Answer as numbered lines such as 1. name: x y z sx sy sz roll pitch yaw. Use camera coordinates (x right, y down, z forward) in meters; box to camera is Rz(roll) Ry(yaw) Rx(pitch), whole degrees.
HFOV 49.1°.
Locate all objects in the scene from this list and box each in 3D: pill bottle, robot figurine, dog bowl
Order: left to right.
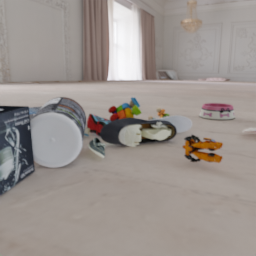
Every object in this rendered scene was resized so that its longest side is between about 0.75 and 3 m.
1. pill bottle: -2.099 -0.070 8.647 1.577 1.577 2.969 -1 17 -5
2. robot figurine: 2.003 0.591 7.638 1.088 0.789 0.317 10 19 38
3. dog bowl: 4.637 -0.872 14.604 1.811 0.668 1.811 1 13 0

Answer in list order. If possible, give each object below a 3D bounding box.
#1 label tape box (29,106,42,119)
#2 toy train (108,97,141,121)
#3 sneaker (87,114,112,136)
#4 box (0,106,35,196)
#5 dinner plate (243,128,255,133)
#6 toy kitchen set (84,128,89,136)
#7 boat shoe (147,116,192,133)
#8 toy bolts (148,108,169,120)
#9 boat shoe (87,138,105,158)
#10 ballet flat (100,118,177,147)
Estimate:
1. label tape box: -3.931 -0.451 12.403 2.559 0.810 1.845 -10 16 -38
2. toy train: 0.004 -0.383 10.612 1.198 0.877 2.071 -35 27 10
3. sneaker: -1.022 -0.033 11.246 0.898 0.745 1.880 7 14 -35
4. box: -3.082 0.462 6.337 1.093 1.734 1.763 3 13 11
5. dinner plate: 5.080 0.093 10.647 1.349 0.163 1.349 3 -3 0
6. toy kitchen set: -1.925 0.226 10.529 0.726 0.534 0.906 3 -7 15
7. boat shoe: 1.634 -0.132 11.353 1.907 0.684 0.646 -6 2 19
8. toy bolts: 1.261 -0.498 12.208 0.589 0.849 0.811 43 5 -10
9. boat shoe: -0.920 0.567 8.522 0.467 0.396 1.283 39 -5 -19
10. ballet flat: 0.463 0.161 9.567 2.766 1.011 1.011 -3 13 -22
